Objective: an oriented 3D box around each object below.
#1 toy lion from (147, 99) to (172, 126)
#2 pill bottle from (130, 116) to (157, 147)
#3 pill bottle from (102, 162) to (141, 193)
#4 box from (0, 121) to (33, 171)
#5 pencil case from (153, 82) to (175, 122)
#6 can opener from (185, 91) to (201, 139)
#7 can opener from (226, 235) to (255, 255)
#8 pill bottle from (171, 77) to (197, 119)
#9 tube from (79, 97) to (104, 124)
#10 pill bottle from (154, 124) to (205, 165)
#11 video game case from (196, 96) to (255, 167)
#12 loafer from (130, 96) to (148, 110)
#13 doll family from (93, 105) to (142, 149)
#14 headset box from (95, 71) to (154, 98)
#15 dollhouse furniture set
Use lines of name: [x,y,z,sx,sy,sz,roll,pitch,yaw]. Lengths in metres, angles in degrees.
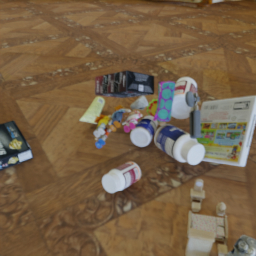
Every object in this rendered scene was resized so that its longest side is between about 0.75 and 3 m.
toy lion: [1.476,-0.773,12.186,1.230,1.179,0.422,-32,13,-2]
pill bottle: [0.684,0.092,11.319,0.822,0.822,1.421,12,30,17]
pill bottle: [-0.215,1.616,9.133,0.717,0.717,1.256,26,26,31]
box: [-4.975,0.704,10.869,1.835,0.531,2.309,-21,41,-26]
pencil case: [1.344,-0.980,10.499,0.694,1.502,0.639,3,6,-33]
can opener: [2.041,-0.429,9.055,0.516,0.411,1.543,8,74,-18]
can opener: [2.538,3.610,6.953,2.179,0.729,0.581,-38,51,-24]
pill bottle: [2.270,-1.292,11.583,1.091,1.091,1.911,10,36,14]
tube: [-1.524,-0.744,12.481,0.565,0.506,1.947,-27,24,24]
pill bottle: [1.865,0.615,10.212,1.033,1.033,1.859,-18,27,-24]
video game case: [3.218,0.090,9.679,0.284,2.259,2.482,22,-9,-25]
loafer: [0.347,-0.720,8.996,0.369,0.368,1.056,-39,3,-16]
doll family: [-0.490,-0.235,8.915,1.824,0.822,1.132,-28,22,20]
headset box: [-0.225,-1.658,11.077,1.527,0.793,2.052,1,1,-43]
dollhouse furniture set: [2.291,2.538,7.989,1.122,0.958,2.164,8,36,11]
